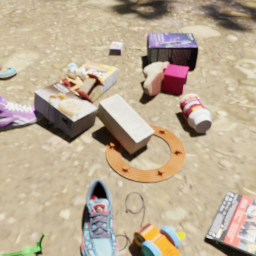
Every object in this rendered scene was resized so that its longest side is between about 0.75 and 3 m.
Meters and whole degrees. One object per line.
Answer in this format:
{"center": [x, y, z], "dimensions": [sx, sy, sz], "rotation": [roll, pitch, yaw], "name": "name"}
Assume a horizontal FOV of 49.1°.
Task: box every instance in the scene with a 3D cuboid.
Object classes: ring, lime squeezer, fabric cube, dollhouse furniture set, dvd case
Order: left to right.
{"center": [-2.472, 3.007, 6.951], "dimensions": [1.415, 0.500, 0.267], "rotation": [-28, 59, 13], "name": "lime squeezer"}
{"center": [-1.912, -1.688, 11.122], "dimensions": [1.716, 0.698, 0.923], "rotation": [19, 69, 35], "name": "dollhouse furniture set"}
{"center": [0.606, 0.730, 9.679], "dimensions": [2.759, 0.265, 2.759], "rotation": [-1, 41, 1], "name": "ring"}
{"center": [2.107, -2.159, 12.491], "dimensions": [0.934, 0.919, 0.937], "rotation": [13, 43, 14], "name": "fabric cube"}
{"center": [3.439, 2.612, 7.152], "dimensions": [2.355, 0.259, 1.719], "rotation": [11, 40, 34], "name": "dvd case"}

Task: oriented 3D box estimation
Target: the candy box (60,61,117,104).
{"center": [-1.784, -1.965, 12.392], "dimensions": [1.526, 0.731, 2.644], "rotation": [21, 46, 21], "name": "candy box"}

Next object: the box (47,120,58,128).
{"center": [-2.707, -0.266, 10.869], "dimensions": [0.785, 0.190, 0.622], "rotation": [-1, 41, -2], "name": "box"}

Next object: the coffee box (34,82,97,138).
{"center": [-2.381, -0.733, 10.569], "dimensions": [2.139, 0.853, 1.223], "rotation": [35, 43, 22], "name": "coffee box"}

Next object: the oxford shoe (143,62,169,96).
{"center": [1.086, -2.221, 12.648], "dimensions": [1.005, 0.964, 2.723], "rotation": [10, 32, 19], "name": "oxford shoe"}

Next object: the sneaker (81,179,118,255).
{"center": [-0.803, 2.335, 7.168], "dimensions": [0.935, 1.126, 2.357], "rotation": [-6, 41, -7], "name": "sneaker"}

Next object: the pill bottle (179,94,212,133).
{"center": [2.585, -0.548, 10.678], "dimensions": [0.865, 0.865, 1.532], "rotation": [-8, 42, -9], "name": "pill bottle"}

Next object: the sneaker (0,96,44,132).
{"center": [-4.246, -0.667, 10.526], "dimensions": [2.229, 1.271, 0.808], "rotation": [-20, 43, -23], "name": "sneaker"}

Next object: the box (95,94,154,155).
{"center": [-0.141, -0.152, 9.772], "dimensions": [0.940, 0.770, 1.980], "rotation": [-28, 67, -35], "name": "box"}

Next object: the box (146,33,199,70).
{"center": [2.178, -3.895, 14.219], "dimensions": [2.410, 1.257, 1.783], "rotation": [-1, 40, 0], "name": "box"}

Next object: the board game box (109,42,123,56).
{"center": [-0.646, -4.350, 15.399], "dimensions": [0.650, 0.395, 0.816], "rotation": [5, 41, 6], "name": "board game box"}

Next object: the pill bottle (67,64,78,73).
{"center": [-2.628, -2.735, 13.509], "dimensions": [0.454, 0.454, 0.819], "rotation": [-13, 44, -15], "name": "pill bottle"}

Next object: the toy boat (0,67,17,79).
{"center": [-5.966, -2.755, 13.493], "dimensions": [1.073, 0.499, 0.902], "rotation": [25, 47, 25], "name": "toy boat"}

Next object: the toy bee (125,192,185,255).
{"center": [0.683, 2.784, 6.813], "dimensions": [1.545, 1.283, 2.360], "rotation": [-7, 64, -23], "name": "toy bee"}
